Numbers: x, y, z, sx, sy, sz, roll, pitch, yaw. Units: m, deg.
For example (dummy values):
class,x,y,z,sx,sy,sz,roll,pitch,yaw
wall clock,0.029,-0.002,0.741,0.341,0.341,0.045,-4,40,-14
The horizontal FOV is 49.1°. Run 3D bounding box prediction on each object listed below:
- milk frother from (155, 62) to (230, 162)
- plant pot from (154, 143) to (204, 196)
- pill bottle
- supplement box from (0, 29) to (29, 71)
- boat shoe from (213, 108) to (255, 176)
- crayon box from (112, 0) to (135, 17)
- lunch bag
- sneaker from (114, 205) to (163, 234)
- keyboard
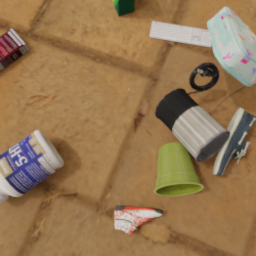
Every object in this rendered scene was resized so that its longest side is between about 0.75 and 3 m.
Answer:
class,x,y,z,sx,sy,sz,roll,pitch,yaw
milk frother,2.506,-0.571,9.289,2.165,2.399,2.256,-19,54,-32
plant pot,1.617,1.384,9.606,1.634,1.634,1.551,-4,63,-1
pill bottle,-3.658,1.397,9.477,2.569,1.537,1.537,-37,78,-10
supplement box,-5.012,-3.015,11.192,1.775,0.540,0.966,-40,79,-11
boat shoe,3.827,0.565,9.993,0.854,1.035,2.763,27,64,10
crayon box,-0.501,-6.420,11.145,0.816,2.415,2.799,-18,75,-5
lunch bag,3.413,-2.606,8.895,1.927,0.926,2.403,23,47,-29
sneaker,0.344,3.148,9.518,1.661,0.555,0.890,3,76,4
keyboard,2.215,-3.893,11.647,2.591,0.138,0.729,10,75,3
